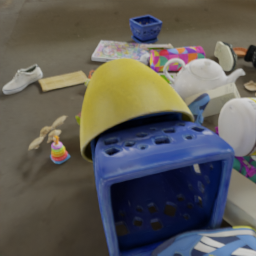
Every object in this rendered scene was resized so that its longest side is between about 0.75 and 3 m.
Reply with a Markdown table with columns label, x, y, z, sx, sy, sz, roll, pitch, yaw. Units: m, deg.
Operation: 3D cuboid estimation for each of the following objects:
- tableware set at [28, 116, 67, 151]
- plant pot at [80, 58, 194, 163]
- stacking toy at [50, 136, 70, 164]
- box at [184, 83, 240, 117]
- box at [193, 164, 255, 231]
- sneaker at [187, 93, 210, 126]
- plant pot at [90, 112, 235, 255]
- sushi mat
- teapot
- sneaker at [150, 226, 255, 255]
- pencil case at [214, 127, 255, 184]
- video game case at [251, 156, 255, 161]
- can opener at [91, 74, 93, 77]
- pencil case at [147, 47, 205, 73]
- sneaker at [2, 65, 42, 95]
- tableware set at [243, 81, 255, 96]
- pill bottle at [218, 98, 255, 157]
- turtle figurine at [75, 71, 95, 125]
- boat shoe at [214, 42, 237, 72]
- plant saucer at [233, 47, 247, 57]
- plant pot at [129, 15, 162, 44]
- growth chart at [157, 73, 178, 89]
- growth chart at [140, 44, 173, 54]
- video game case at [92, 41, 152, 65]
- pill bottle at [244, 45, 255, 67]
| label | x | y | z | sx | sy | sz | roll | pitch | yaw |
| --- | --- | --- | --- | --- | --- | --- | --- | --- | --- |
| tableware set | -2.542 | 0.163 | 8.971 | 1.201 | 0.167 | 1.438 | -25 | 27 | 23 |
| plant pot | -0.012 | -0.565 | 7.268 | 2.862 | 2.862 | 2.032 | -12 | 67 | -13 |
| stacking toy | -2.125 | 0.605 | 8.449 | 0.497 | 0.905 | 0.525 | -32 | 50 | -32 |
| box | 2.896 | -0.884 | 9.718 | 1.772 | 0.728 | 0.606 | -15 | 36 | 31 |
| box | 2.667 | 1.748 | 7.157 | 1.007 | 0.838 | 2.451 | -27 | 47 | -28 |
| sneaker | 1.939 | -0.012 | 8.666 | 0.942 | 0.847 | 2.291 | 34 | 91 | 16 |
| plant pot | 0.498 | 1.110 | 6.612 | 2.722 | 2.722 | 2.447 | -12 | 35 | -13 |
| sushi mat | -2.798 | -2.031 | 12.150 | 2.005 | 0.121 | 0.959 | -16 | 42 | -19 |
| teapot | 2.798 | -1.898 | 10.728 | 2.176 | 1.589 | 2.147 | -23 | 51 | -21 |
| sneaker | 1.709 | 2.789 | 5.890 | 2.523 | 0.933 | 1.037 | -7 | 44 | -5 |
| pencil case | 3.115 | 0.841 | 8.173 | 0.820 | 0.890 | 1.926 | -25 | 42 | -3 |
| video game case | 4.684 | 0.226 | 9.390 | 2.092 | 0.263 | 2.299 | -9 | 41 | -11 |
| can opener | -0.552 | -1.976 | 11.753 | 2.014 | 0.537 | 0.673 | 4 | 3 | 17 |
| pencil case | 2.145 | -3.063 | 12.638 | 2.536 | 1.121 | 1.121 | -8 | 41 | -9 |
| sneaker | -4.493 | -2.087 | 11.750 | 0.669 | 0.649 | 1.833 | 29 | 55 | 31 |
| tableware set | 5.627 | -1.559 | 11.495 | 1.273 | 0.177 | 1.524 | -12 | 44 | -8 |
| pill bottle | 4.060 | -0.061 | 7.607 | 2.827 | 1.544 | 1.544 | -3 | 40 | -12 |
| turtle figurine | -0.573 | -0.731 | 9.695 | 2.807 | 0.904 | 2.263 | 38 | 62 | -4 |
| boat shoe | 4.707 | -3.354 | 13.038 | 0.871 | 0.925 | 2.576 | 12 | 35 | -2 |
| plant saucer | 5.703 | -3.856 | 14.271 | 0.848 | 0.159 | 0.848 | -1 | 41 | 0 |
| plant pot | 0.913 | -5.213 | 15.078 | 1.307 | 1.176 | 1.308 | -20 | 44 | -23 |
| growth chart | 1.798 | -1.845 | 11.839 | 1.223 | 0.150 | 1.690 | -5 | 46 | -9 |
| growth chart | 1.473 | -3.585 | 12.999 | 1.520 | 0.186 | 2.100 | 2 | 2 | 20 |
| video game case | -0.265 | -3.830 | 14.170 | 2.746 | 0.247 | 1.966 | 7 | 41 | 7 |
| pill bottle | 6.354 | -3.153 | 12.763 | 1.849 | 1.034 | 1.034 | 27 | 47 | 27 |
